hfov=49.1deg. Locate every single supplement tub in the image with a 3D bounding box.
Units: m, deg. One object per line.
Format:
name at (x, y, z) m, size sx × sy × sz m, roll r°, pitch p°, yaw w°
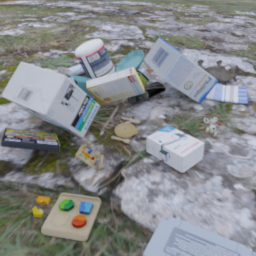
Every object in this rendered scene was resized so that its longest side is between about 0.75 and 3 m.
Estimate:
supplement tub at (-1.506, -3.040, 13.360) m, size 1.407 × 2.005 × 1.407 m, roll -18°, pitch 33°, yaw 12°

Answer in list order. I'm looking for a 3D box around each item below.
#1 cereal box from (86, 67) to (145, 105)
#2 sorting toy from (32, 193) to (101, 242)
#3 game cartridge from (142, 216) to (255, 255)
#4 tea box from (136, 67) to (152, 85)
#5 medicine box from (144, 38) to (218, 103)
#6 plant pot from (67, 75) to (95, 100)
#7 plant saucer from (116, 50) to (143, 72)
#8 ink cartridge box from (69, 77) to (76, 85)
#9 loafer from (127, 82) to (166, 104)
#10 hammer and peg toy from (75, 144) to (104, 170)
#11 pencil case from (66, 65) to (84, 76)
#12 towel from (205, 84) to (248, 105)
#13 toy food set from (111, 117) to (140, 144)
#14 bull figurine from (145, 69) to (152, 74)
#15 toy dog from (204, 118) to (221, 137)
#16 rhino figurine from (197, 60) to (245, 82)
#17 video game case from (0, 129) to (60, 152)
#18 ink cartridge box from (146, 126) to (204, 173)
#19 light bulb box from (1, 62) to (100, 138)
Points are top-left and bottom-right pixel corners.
cereal box at (-0.484, -1.661, 11.446) m, size 2.039 × 1.467 × 0.403 m, roll -14°, pitch 63°, yaw 13°
sorting toy at (-1.697, 2.191, 7.242) m, size 1.742 × 0.233 × 1.298 m, roll 6°, pitch 34°, yaw 9°
game cartridge at (1.526, 2.882, 6.047) m, size 2.242 × 0.454 × 1.495 m, roll 17°, pitch 33°, yaw 24°
tea box at (0.524, -2.390, 13.433) m, size 0.849 × 0.577 × 0.863 m, roll -48°, pitch 32°, yaw 0°
medicine box at (2.304, -2.559, 12.545) m, size 2.506 × 1.290 × 2.282 m, roll 25°, pitch 21°, yaw -32°
plant pot at (-1.958, -1.778, 12.645) m, size 1.364 × 0.964 × 0.964 m, roll -6°, pitch 29°, yaw -36°
plant saucer at (0.138, -3.122, 13.738) m, size 1.638 × 0.294 × 1.638 m, roll -26°, pitch 41°, yaw 25°
ink cartridge box at (-2.999, -1.502, 11.947) m, size 1.607 × 0.925 × 0.545 m, roll -13°, pitch 45°, yaw 1°
loafer at (0.857, -1.548, 12.457) m, size 1.884 × 0.677 × 0.593 m, roll -29°, pitch 42°, yaw -25°
hammer and peg toy at (-1.191, 0.974, 8.896) m, size 0.941 × 0.332 × 0.692 m, roll 36°, pitch 24°, yaw -9°
pencil case at (-2.701, -3.101, 15.098) m, size 1.244 × 0.517 × 0.564 m, roll -27°, pitch 44°, yaw -34°
towel at (4.469, -1.644, 13.112) m, size 2.134 × 0.254 × 1.567 m, roll 10°, pitch 35°, yaw 15°
toy food set at (-0.086, 0.133, 10.394) m, size 0.839 × 0.244 × 1.215 m, roll 14°, pitch 47°, yaw 17°
bull figurine at (0.950, -2.879, 14.886) m, size 0.564 × 0.303 × 0.929 m, roll 15°, pitch 40°, yaw 22°
toy dog at (3.142, -0.101, 10.305) m, size 0.564 × 0.412 × 0.855 m, roll 9°, pitch 57°, yaw -8°
rhino figurine at (4.631, -2.829, 14.358) m, size 2.715 × 0.812 × 1.187 m, roll 0°, pitch 55°, yaw -2°
video game case at (-3.170, 0.386, 9.182) m, size 1.726 × 0.220 × 1.560 m, roll 7°, pitch 11°, yaw -21°
ink cartridge box at (1.531, 0.652, 9.197) m, size 1.127 × 0.661 × 1.539 m, roll -26°, pitch 38°, yaw -34°
light bulb box at (-2.641, -0.944, 9.905) m, size 2.273 × 2.293 × 1.431 m, roll 21°, pitch 79°, yaw 30°
